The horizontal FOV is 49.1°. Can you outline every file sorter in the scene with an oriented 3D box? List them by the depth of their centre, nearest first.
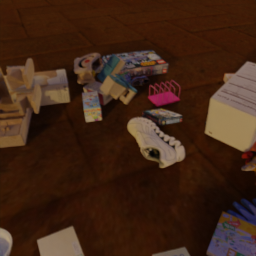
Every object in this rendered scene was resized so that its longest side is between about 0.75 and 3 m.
[{"bbox_3d":[1.529,-1.499,11.860,1.126,0.706,0.782,-15,39,-20],"label":"file sorter"}]

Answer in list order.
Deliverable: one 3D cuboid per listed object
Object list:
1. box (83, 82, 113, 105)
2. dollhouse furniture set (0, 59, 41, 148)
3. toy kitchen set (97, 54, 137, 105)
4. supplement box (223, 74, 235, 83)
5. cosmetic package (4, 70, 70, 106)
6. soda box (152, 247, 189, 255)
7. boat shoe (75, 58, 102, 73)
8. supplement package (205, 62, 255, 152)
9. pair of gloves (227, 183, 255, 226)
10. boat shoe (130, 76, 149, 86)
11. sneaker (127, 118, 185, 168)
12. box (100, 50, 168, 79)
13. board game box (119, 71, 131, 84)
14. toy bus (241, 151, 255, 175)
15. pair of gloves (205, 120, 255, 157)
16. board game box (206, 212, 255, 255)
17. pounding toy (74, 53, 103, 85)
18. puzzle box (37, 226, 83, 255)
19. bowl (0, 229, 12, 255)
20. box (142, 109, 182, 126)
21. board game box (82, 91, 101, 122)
[{"bbox_3d":[-1.265,-1.492,11.925,1.067,0.581,0.682,22,46,27],"label":"box"},{"bbox_3d":[-4.184,-1.013,9.168,2.639,2.873,1.869,-6,44,-4],"label":"dollhouse furniture set"},{"bbox_3d":[-0.638,-2.203,11.450,2.198,1.295,1.761,45,15,33],"label":"toy kitchen set"},{"bbox_3d":[4.896,-2.159,13.044,0.613,0.357,0.972,0,36,-1],"label":"supplement box"},{"bbox_3d":[-3.917,-1.636,11.820,2.722,0.968,1.432,-10,37,-13],"label":"cosmetic package"},{"bbox_3d":[1.119,3.245,4.936,0.773,0.718,2.265,-8,22,-11],"label":"soda box"},{"bbox_3d":[-1.925,-3.338,14.360,1.887,0.694,0.630,25,44,31],"label":"boat shoe"},{"bbox_3d":[4.047,-0.784,9.525,1.605,1.599,2.736,29,54,30],"label":"supplement package"},{"bbox_3d":[3.688,2.110,6.899,2.208,0.252,1.775,-37,53,-15],"label":"pair of gloves"},{"bbox_3d":[0.573,-2.162,13.045,1.035,0.374,0.375,-28,46,-32],"label":"boat shoe"},{"bbox_3d":[0.687,0.440,9.145,0.966,0.896,2.384,-31,45,-27],"label":"sneaker"},{"bbox_3d":[0.275,-3.231,14.305,2.962,0.591,2.028,-12,38,-16],"label":"box"},{"bbox_3d":[-0.214,-2.149,12.793,0.137,0.635,0.944,18,39,36],"label":"board game box"},{"bbox_3d":[4.071,1.175,8.085,1.602,0.828,1.511,-14,9,14],"label":"toy bus"},{"bbox_3d":[4.371,0.006,10.128,2.840,0.351,2.531,31,46,34],"label":"pair of gloves"},{"bbox_3d":[2.708,2.709,6.289,1.565,0.268,1.052,20,56,25],"label":"board game box"},{"bbox_3d":[-1.667,-2.498,12.415,1.191,1.195,2.083,-14,38,1],"label":"pounding toy"},{"bbox_3d":[-1.466,2.934,6.285,0.883,0.169,1.328,-15,39,-20],"label":"puzzle box"},{"bbox_3d":[-3.054,2.785,6.266,0.964,0.433,0.964,0,37,0],"label":"bowl"},{"bbox_3d":[1.213,-0.414,10.267,0.898,0.248,1.314,-10,19,-26],"label":"box"},{"bbox_3d":[-1.436,-0.849,11.028,0.639,0.627,1.218,-8,37,-7],"label":"board game box"}]
